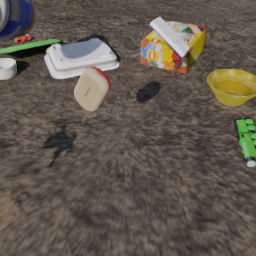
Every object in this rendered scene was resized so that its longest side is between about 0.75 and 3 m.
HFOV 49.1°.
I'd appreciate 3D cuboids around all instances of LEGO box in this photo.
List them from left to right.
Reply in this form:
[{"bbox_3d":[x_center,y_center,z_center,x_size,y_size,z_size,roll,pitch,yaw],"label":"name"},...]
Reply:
[{"bbox_3d":[1.970,-3.504,11.845,1.975,1.023,2.652,18,43,20],"label":"LEGO box"}]

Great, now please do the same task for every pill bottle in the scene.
[{"bbox_3d":[-3.426,-2.960,6.940,1.409,1.409,2.514,4,17,4],"label":"pill bottle"}]

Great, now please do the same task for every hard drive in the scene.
[{"bbox_3d":[1.209,-2.616,8.039,1.265,0.160,0.834,44,36,-5],"label":"hard drive"}]

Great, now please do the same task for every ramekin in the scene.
[{"bbox_3d":[-4.761,-2.255,10.773,0.942,0.495,0.942,0,39,0],"label":"ramekin"}]

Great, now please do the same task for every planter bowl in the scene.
[{"bbox_3d":[3.480,-1.243,9.373,1.752,0.730,1.752,-1,40,1],"label":"planter bowl"}]

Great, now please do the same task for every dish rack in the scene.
[{"bbox_3d":[-1.969,-3.023,11.634,2.805,0.611,2.407,-14,41,-18],"label":"dish rack"}]

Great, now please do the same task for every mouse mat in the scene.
[{"bbox_3d":[-4.320,-3.551,12.165,2.659,0.100,2.140,-20,26,-20],"label":"mouse mat"}]

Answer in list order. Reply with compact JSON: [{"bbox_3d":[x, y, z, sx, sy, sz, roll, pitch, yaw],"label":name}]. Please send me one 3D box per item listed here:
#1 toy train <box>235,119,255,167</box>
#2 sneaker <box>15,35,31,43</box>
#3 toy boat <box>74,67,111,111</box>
[{"bbox_3d":[3.340,0.391,7.719,0.519,0.384,1.840,-4,39,11],"label":"toy train"},{"bbox_3d":[-4.986,-4.200,13.337,0.753,0.290,0.320,-18,56,-11],"label":"sneaker"},{"bbox_3d":[-0.594,-0.747,5.206,0.589,0.902,0.590,44,43,6],"label":"toy boat"}]
